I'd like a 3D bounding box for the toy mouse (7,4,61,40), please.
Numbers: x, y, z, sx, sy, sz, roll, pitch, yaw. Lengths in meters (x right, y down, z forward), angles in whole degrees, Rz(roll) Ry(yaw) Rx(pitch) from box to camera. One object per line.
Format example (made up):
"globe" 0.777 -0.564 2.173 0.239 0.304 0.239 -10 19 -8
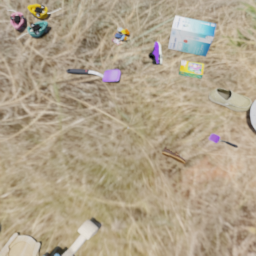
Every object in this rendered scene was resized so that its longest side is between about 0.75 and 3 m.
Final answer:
"toy mouse" -3.961 -4.121 11.200 2.170 0.420 1.928 12 67 6

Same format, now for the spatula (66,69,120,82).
"spatula" -1.306 -2.028 10.401 2.055 0.211 0.581 8 60 5

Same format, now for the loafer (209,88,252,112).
"loafer" 3.609 -1.000 9.794 1.505 0.514 0.570 15 67 6

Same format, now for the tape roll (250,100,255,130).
"tape roll" 4.862 -0.383 9.265 1.578 0.552 1.578 4 76 -15

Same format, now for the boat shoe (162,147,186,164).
"boat shoe" 1.512 0.874 9.101 0.821 0.289 0.289 27 67 10

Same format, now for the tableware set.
"tableware set" -3.996 3.780 7.830 2.726 0.316 2.277 26 69 10

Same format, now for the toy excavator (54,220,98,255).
"toy excavator" -1.866 3.678 7.513 1.085 2.173 2.113 36 115 13

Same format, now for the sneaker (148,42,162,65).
"sneaker" 1.007 -2.866 10.692 0.493 0.345 0.992 -4 67 -3

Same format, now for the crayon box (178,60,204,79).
"crayon box" 2.358 -2.177 10.449 0.867 0.253 0.515 11 67 5

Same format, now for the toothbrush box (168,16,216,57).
"toothbrush box" 2.365 -3.421 10.513 1.531 1.121 0.653 15 66 6

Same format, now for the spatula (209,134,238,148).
"spatula" 3.202 0.462 9.356 0.974 0.275 0.100 20 25 2

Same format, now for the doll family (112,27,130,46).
"doll family" -0.244 -3.648 11.012 0.537 0.390 0.865 25 69 10
